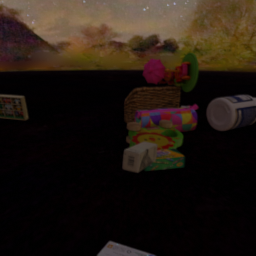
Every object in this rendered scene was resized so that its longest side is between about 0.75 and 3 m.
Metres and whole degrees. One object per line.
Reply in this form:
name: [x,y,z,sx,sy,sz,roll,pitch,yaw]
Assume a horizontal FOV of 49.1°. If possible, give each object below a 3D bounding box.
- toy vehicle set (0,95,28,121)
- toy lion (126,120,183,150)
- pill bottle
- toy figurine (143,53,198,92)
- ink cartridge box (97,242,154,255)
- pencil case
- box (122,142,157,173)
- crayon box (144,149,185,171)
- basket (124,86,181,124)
toy vehicle set: [-4.971,-0.865,11.734,1.594,0.990,0.211,5,24,20]
toy lion: [0.838,0.364,8.191,1.827,0.627,1.751,-5,23,-25]
pill bottle: [4.068,-0.600,10.435,2.142,1.189,1.189,-9,17,-33]
toy figurine: [1.339,-2.008,10.218,1.725,1.407,1.874,0,-2,-14]
ink cartridge box: [0.007,1.829,3.058,1.218,0.267,1.229,7,14,25]
pencil case: [1.309,-0.292,9.640,2.149,0.950,0.950,-8,16,-12]
box: [0.275,0.606,6.015,0.362,0.435,1.058,11,13,24]
crayon box: [0.811,0.782,6.955,1.026,0.299,0.609,-3,15,-12]
basket: [0.893,-0.950,11.115,2.052,1.529,1.465,-7,16,-22]
